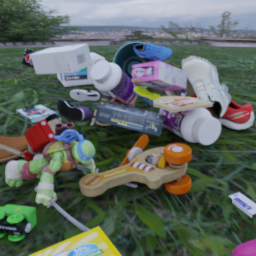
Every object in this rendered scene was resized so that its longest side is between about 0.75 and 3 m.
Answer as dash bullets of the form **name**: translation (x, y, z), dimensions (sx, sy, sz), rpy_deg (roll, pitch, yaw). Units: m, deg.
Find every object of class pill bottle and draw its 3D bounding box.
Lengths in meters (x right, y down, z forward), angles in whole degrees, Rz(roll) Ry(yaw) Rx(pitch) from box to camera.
- **pill bottle**: translation (-0.546, -1.725, 11.026), dimensions (1.195, 1.195, 2.125), rpy_deg (16, -14, 33)
- **pill bottle**: translation (2.235, -0.239, 10.299), dimensions (1.306, 1.306, 2.326), rpy_deg (-10, 23, -24)

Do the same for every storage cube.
- **storage cube**: translation (2.577, -1.851, 13.029), dimensions (1.546, 1.322, 1.390), rpy_deg (-35, -11, 23)

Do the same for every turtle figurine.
- **turtle figurine**: translation (-1.652, 1.317, 6.910), dimensions (2.552, 2.632, 1.894), rpy_deg (-9, 37, 37)

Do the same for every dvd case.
- **dvd case**: translation (-4.187, -0.667, 12.846), dimensions (1.265, 0.191, 1.734), rpy_deg (-18, 29, -37)

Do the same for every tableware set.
- **tableware set**: translation (-0.906, -0.630, 12.442), dimensions (1.366, 0.414, 2.066), rpy_deg (0, 22, 1)

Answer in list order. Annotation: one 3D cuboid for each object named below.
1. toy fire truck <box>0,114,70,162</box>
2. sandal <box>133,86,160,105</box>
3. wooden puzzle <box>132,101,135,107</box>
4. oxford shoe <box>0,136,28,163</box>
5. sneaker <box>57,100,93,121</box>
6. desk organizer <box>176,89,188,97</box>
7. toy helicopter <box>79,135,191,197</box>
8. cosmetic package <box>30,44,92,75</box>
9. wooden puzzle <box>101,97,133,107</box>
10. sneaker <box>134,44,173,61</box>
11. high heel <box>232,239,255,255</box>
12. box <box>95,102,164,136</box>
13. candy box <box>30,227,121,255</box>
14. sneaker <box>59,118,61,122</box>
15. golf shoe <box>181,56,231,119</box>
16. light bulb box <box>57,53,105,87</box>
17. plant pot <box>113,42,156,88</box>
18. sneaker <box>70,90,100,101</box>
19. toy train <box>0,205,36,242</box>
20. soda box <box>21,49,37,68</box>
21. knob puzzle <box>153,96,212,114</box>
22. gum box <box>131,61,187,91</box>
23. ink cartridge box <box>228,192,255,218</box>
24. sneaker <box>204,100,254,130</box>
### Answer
- **toy fire truck**: translation (-2.810, 0.444, 8.155), dimensions (1.843, 1.623, 1.186), rpy_deg (-26, 73, -28)
- **sandal**: translation (0.671, -1.177, 10.567), dimensions (1.092, 0.476, 0.434), rpy_deg (30, 56, 9)
- **wooden puzzle**: translation (-0.244, -1.207, 12.382), dimensions (1.083, 1.003, 0.251), rpy_deg (12, 12, 9)
- **oxford shoe**: translation (-4.377, 0.513, 8.835), dimensions (2.970, 1.058, 1.059), rpy_deg (-8, 22, -23)
- **sneaker**: translation (-2.414, -0.793, 12.678), dimensions (1.917, 0.726, 0.839), rpy_deg (26, 24, 33)
- **desk organizer**: translation (2.076, -1.183, 11.744), dimensions (0.337, 0.361, 0.939), rpy_deg (42, 69, 6)
- **toy helicopter**: translation (0.124, 1.059, 7.438), dimensions (2.960, 1.167, 1.957), rpy_deg (-15, 27, -18)
- **cosmetic package**: translation (-2.064, -2.101, 8.622), dimensions (1.682, 0.683, 0.949), rpy_deg (6, 29, 32)
- **wooden puzzle**: translation (-0.317, -0.820, 11.211), dimensions (1.735, 0.122, 1.029), rpy_deg (27, -29, -29)
- **sneaker**: translation (0.868, -2.759, 10.066), dimensions (1.425, 0.470, 0.559), rpy_deg (12, -6, 22)
- **high heel**: translation (3.045, 2.001, 5.060), dimensions (2.261, 1.085, 0.761), rpy_deg (0, 22, 1)
- **box**: translation (0.130, -0.361, 9.909), dimensions (2.239, 0.571, 1.765), rpy_deg (13, 11, 6)
- **candy box**: translation (-1.351, 2.590, 4.604), dimensions (2.628, 0.347, 1.343), rpy_deg (-13, 23, -30)
- **sneaker**: translation (-3.115, -0.301, 11.290), dimensions (0.880, 0.354, 0.389), rpy_deg (4, -1, 39)
- **golf shoe**: translation (2.822, -1.421, 10.090), dimensions (1.017, 2.597, 1.263), rpy_deg (-24, 32, 45)
- **light bulb box**: translation (-3.254, -4.024, 18.991), dimensions (2.803, 1.765, 2.828), rpy_deg (-8, 24, -20)
- **plant pot**: translation (0.455, -3.729, 17.469), dimensions (2.759, 2.759, 2.592), rpy_deg (0, 7, -1)
- **sneaker**: translation (-2.323, -1.798, 15.247), dimensions (1.575, 0.576, 0.881), rpy_deg (7, 18, -4)
- **toy train**: translation (-3.343, 1.897, 6.076), dimensions (2.815, 0.587, 0.794), rpy_deg (4, 12, 10)
- **soda box**: translation (-3.722, -2.854, 11.906), dimensions (0.614, 0.686, 1.938), rpy_deg (21, 10, 5)
- **knob puzzle**: translation (1.605, -0.762, 9.273), dimensions (1.915, 0.266, 1.915), rpy_deg (-1, 19, 0)
- **gum box**: translation (1.184, -1.915, 10.596), dimensions (1.190, 0.693, 2.096), rpy_deg (1, -3, 40)
- **ink cartridge box**: translation (2.810, 1.841, 6.729), dimensions (0.363, 0.142, 0.766), rpy_deg (-11, 27, -23)
- **sneaker**: translation (3.937, -0.820, 11.748), dimensions (1.103, 1.216, 2.865), rpy_deg (-18, 24, -35)
